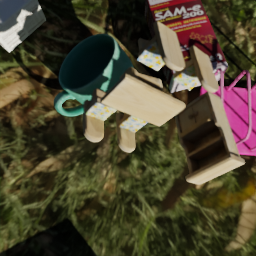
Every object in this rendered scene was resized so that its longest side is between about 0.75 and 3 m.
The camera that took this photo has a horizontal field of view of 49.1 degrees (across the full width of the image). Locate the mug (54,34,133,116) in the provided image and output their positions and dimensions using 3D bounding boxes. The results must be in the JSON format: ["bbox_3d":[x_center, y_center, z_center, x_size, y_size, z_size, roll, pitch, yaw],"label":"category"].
[{"bbox_3d":[-0.915,-1.350,7.808,2.227,1.377,1.830,-24,52,22],"label":"mug"}]

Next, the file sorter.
[{"bbox_3d":[3.537,-0.380,7.460,2.834,1.777,1.969,4,76,1],"label":"file sorter"}]

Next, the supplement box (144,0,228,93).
[{"bbox_3d":[1.634,-2.694,8.391,1.599,0.895,2.938,-15,73,-3],"label":"supplement box"}]

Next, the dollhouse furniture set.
[{"bbox_3d":[0.745,-0.103,5.194,2.501,2.298,1.628,20,48,-32],"label":"dollhouse furniture set"}]

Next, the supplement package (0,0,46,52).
[{"bbox_3d":[-3.972,-3.757,8.573,2.118,1.174,1.650,42,80,10],"label":"supplement package"}]
